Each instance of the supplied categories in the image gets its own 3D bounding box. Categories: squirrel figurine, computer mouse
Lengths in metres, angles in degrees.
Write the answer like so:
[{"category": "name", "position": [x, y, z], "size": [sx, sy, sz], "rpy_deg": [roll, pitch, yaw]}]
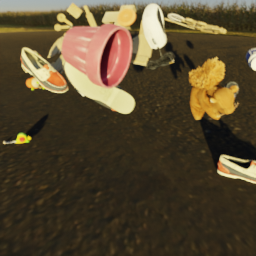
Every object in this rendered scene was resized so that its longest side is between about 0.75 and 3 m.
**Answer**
[{"category": "squirrel figurine", "position": [2.601, -1.153, 8.707], "size": [1.316, 1.860, 1.736], "rpy_deg": [-23, 9, 2]}, {"category": "computer mouse", "position": [0.964, -3.401, 10.493], "size": [1.266, 2.308, 0.506], "rpy_deg": [-1, 20, 45]}]

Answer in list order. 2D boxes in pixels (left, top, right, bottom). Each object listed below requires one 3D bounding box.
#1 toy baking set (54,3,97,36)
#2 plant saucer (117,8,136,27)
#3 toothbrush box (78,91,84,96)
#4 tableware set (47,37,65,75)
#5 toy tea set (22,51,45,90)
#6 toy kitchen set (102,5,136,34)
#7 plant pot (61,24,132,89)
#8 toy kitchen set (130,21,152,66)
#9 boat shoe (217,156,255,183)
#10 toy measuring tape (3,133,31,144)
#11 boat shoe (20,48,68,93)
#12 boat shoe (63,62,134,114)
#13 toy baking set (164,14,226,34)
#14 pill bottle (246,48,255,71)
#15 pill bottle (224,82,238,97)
[{"category": "toy baking set", "position": [-2.131, -4.148, 12.119], "size": [1.743, 2.271, 0.264], "rpy_deg": [-31, 15, -10]}, {"category": "plant saucer", "position": [-0.079, -4.598, 11.614], "size": [0.796, 0.796, 0.128], "rpy_deg": [9, -8, 19]}, {"category": "toothbrush box", "position": [-1.605, -1.737, 9.750], "size": [0.441, 0.758, 1.035], "rpy_deg": [-26, 42, 18]}, {"category": "tableware set", "position": [-2.505, -2.695, 10.411], "size": [2.599, 0.302, 2.171], "rpy_deg": [-3, 59, 50]}, {"category": "toy tea set", "position": [-3.582, -2.205, 10.910], "size": [0.557, 1.505, 0.895], "rpy_deg": [3, 20, 35]}, {"category": "toy kitchen set", "position": [-0.325, -4.504, 12.781], "size": [1.262, 1.396, 1.547], "rpy_deg": [10, 69, 25]}, {"category": "plant pot", "position": [-0.847, -1.899, 7.027], "size": [1.353, 1.512, 1.512], "rpy_deg": [23, 32, 22]}, {"category": "toy kitchen set", "position": [-0.209, -3.753, 12.083], "size": [2.323, 2.096, 1.895], "rpy_deg": [10, -13, -5]}, {"category": "boat shoe", "position": [3.631, 1.242, 8.457], "size": [1.784, 0.558, 0.635], "rpy_deg": [10, 25, 17]}, {"category": "toy measuring tape", "position": [-4.174, 0.396, 10.511], "size": [0.994, 0.366, 0.366], "rpy_deg": [-5, 26, -10]}, {"category": "boat shoe", "position": [-2.530, -1.722, 8.431], "size": [1.777, 0.556, 0.633], "rpy_deg": [38, 53, 11]}, {"category": "boat shoe", "position": [-0.965, -1.369, 9.069], "size": [2.788, 0.992, 0.872], "rpy_deg": [32, 5, -36]}, {"category": "toy baking set", "position": [2.301, -3.636, 9.713], "size": [1.658, 0.251, 2.161], "rpy_deg": [6, 19, -35]}, {"category": "pill bottle", "position": [5.183, -2.757, 11.329], "size": [0.668, 0.668, 1.154], "rpy_deg": [6, 31, 12]}, {"category": "pill bottle", "position": [3.967, -1.433, 10.875], "size": [0.544, 0.544, 0.973], "rpy_deg": [5, -8, 11]}]
